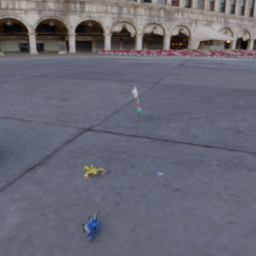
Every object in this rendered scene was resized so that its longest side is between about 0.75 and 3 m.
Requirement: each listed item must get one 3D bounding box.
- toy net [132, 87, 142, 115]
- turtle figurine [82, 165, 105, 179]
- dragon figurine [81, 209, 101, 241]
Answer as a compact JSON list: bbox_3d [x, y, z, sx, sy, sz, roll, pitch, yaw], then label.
[{"bbox_3d":[0.380,-1.283,13.278,0.261,1.349,0.708,-16,-3,13],"label":"toy net"},{"bbox_3d":[-1.110,1.264,8.302,0.763,0.246,0.615,-18,22,-31],"label":"turtle figurine"},{"bbox_3d":[-0.717,2.077,5.977,0.409,0.242,0.822,10,22,26],"label":"dragon figurine"}]
